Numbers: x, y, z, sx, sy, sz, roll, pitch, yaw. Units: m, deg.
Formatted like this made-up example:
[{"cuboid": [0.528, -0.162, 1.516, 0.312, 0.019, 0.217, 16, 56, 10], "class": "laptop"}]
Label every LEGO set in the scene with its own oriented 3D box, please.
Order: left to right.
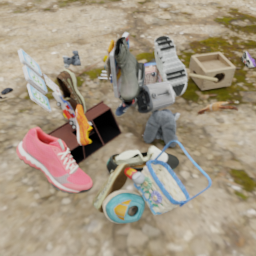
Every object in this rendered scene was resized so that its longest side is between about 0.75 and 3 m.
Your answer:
[{"cuboid": [-2.294, -1.148, 9.290, 0.710, 2.893, 2.161, -31, 58, 8], "class": "LEGO set"}]

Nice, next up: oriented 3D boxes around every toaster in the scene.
[{"cuboid": [0.958, -1.115, 10.455, 1.126, 1.743, 0.991, -14, 89, -17], "class": "toaster"}]

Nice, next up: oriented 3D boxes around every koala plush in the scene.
[{"cuboid": [-2.594, -3.063, 12.808, 0.792, 0.727, 0.702, -14, 86, -6], "class": "koala plush"}, {"cuboid": [1.357, -0.247, 10.622, 1.319, 1.367, 1.488, 10, 31, 13], "class": "koala plush"}]

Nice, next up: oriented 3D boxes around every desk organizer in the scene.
[{"cuboid": [-1.598, 0.295, 10.124, 1.121, 1.044, 2.911, 35, 54, 28], "class": "desk organizer"}]

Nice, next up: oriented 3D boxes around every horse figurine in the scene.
[{"cuboid": [3.256, -0.720, 10.068, 1.029, 0.387, 1.552, -7, 2, -13], "class": "horse figurine"}]

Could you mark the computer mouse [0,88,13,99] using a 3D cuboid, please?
[{"cuboid": [-5.577, -1.610, 12.744, 0.796, 0.183, 0.559, -32, 51, -29], "class": "computer mouse"}]

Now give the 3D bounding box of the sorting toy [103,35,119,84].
[{"cuboid": [-0.651, -2.629, 10.545, 0.337, 2.472, 1.392, 18, 74, 5], "class": "sorting toy"}]

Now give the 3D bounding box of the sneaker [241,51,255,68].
[{"cuboid": [6.331, -3.539, 14.699, 0.495, 0.479, 1.188, 7, 51, -15], "class": "sneaker"}]

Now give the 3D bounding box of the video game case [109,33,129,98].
[{"cuboid": [-0.251, -2.292, 10.454, 0.174, 1.994, 1.425, 15, 53, 15], "class": "video game case"}]

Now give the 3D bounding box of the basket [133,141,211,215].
[{"cuboid": [1.145, 1.432, 7.543, 1.547, 1.755, 1.220, 52, 18, 27], "class": "basket"}]

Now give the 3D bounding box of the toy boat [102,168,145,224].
[{"cuboid": [0.003, 1.845, 7.431, 1.292, 1.537, 0.714, 11, 6, -33], "class": "toy boat"}]

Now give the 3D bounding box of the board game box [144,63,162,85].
[{"cuboid": [0.836, -2.056, 12.309, 1.126, 0.684, 1.413, -2, 63, 24], "class": "board game box"}]

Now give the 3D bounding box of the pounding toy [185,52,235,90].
[{"cuboid": [3.488, -2.330, 12.816, 2.453, 1.122, 2.155, -10, 44, -11], "class": "pounding toy"}]

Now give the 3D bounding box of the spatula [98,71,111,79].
[{"cuboid": [-0.809, -2.582, 13.848, 1.220, 0.098, 0.849, 6, 45, 14], "class": "spatula"}]

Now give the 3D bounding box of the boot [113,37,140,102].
[{"cuboid": [-0.156, -1.952, 9.238, 0.683, 1.317, 2.017, -12, 53, 21], "class": "boot"}]

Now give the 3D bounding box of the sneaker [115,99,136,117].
[{"cuboid": [-0.147, -0.786, 10.105, 0.366, 0.978, 0.413, 48, 16, 8], "class": "sneaker"}]

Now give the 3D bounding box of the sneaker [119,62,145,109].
[{"cuboid": [0.014, -1.720, 11.361, 1.210, 2.096, 0.786, 12, 40, 9], "class": "sneaker"}]

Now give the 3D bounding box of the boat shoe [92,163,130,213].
[{"cuboid": [-0.495, 1.597, 7.813, 0.469, 0.549, 1.497, 23, 74, 40], "class": "boat shoe"}]

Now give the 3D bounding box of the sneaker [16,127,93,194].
[{"cuboid": [-1.769, 0.811, 7.039, 2.200, 0.954, 0.811, 34, 24, 2], "class": "sneaker"}]

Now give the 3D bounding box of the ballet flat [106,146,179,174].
[{"cuboid": [0.537, 1.112, 9.366, 2.526, 0.864, 0.859, -7, 44, -8], "class": "ballet flat"}]

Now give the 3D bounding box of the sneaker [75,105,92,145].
[{"cuboid": [-1.306, -0.094, 8.230, 0.471, 0.446, 1.221, -10, 81, -2], "class": "sneaker"}]

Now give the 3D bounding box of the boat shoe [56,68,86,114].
[{"cuboid": [-1.832, -1.008, 8.750, 0.598, 1.620, 0.599, 8, 39, 36], "class": "boat shoe"}]

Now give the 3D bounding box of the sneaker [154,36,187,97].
[{"cuboid": [1.670, -2.414, 11.439, 0.978, 1.054, 2.602, -10, 73, -11], "class": "sneaker"}]
